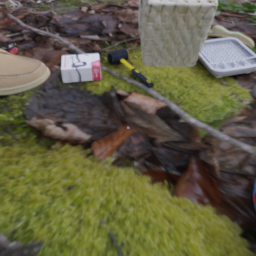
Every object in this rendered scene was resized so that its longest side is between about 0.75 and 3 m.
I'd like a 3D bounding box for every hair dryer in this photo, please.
[{"bbox_3d":[-4.850,-3.063,11.379,0.755,0.269,0.992,-26,42,-2],"label":"hair dryer"}]

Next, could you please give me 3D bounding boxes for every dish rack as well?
[{"bbox_3d":[3.659,-2.645,10.618,2.001,0.508,2.331,-11,44,-7],"label":"dish rack"}]

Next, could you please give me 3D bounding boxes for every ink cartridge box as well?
[{"bbox_3d":[-1.697,-2.160,10.084,1.367,0.576,0.990,-6,43,-6],"label":"ink cartridge box"}]

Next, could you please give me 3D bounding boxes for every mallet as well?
[{"bbox_3d":[0.217,-2.208,10.314,0.782,0.489,2.376,-29,55,-33],"label":"mallet"}]

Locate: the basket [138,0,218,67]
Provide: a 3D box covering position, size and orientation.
[{"bbox_3d":[0.828,-2.069,5.189,1.249,1.843,1.137,2,67,0],"label":"basket"}]

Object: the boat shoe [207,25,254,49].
[{"bbox_3d":[4.236,-3.618,11.722,1.954,0.700,0.744,34,79,31],"label":"boat shoe"}]

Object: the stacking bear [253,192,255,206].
[{"bbox_3d":[1.951,0.715,3.492,0.581,1.022,0.621,24,38,9],"label":"stacking bear"}]

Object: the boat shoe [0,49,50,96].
[{"bbox_3d":[-3.119,-1.347,5.949,2.856,0.921,1.018,3,40,7],"label":"boat shoe"}]

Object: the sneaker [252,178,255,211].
[{"bbox_3d":[3.148,1.821,5.405,0.955,1.135,2.896,5,42,9],"label":"sneaker"}]
